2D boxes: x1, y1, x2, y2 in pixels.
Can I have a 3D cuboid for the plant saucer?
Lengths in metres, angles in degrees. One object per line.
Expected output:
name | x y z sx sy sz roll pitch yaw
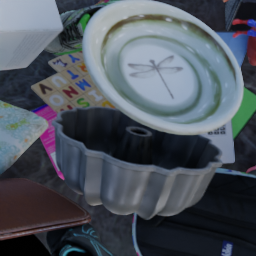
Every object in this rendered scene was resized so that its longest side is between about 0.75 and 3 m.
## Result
plant saucer | 0.479 -0.841 4.033 2.343 0.588 2.343 9 58 -14

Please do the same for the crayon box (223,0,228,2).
crayon box | 2.284 -3.908 5.932 1.288 2.030 0.515 -27 48 20

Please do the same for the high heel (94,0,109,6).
high heel | -1.004 -3.990 9.126 0.823 0.395 0.277 -20 72 -7

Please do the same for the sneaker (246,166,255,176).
sneaker | 3.855 0.827 7.433 1.884 0.694 0.817 -18 59 -10

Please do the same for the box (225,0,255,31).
box | 4.225 -3.935 8.497 2.232 1.376 2.214 8 64 2

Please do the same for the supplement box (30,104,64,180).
supplement box | -1.684 0.329 7.340 0.982 0.961 1.900 -27 73 -9

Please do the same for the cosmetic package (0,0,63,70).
cosmetic package | -2.822 -1.969 5.214 2.268 2.260 1.394 -17 92 -38

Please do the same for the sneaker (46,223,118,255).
sneaker | -0.584 1.382 3.205 1.570 0.622 0.592 6 58 50

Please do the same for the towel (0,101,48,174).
towel | -3.171 0.015 6.039 2.213 0.533 1.894 20 38 5

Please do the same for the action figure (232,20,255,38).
action figure | 2.149 -1.537 4.547 0.555 0.366 1.121 -34 36 -27

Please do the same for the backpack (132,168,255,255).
backpack | 1.554 2.092 6.093 2.854 2.148 2.533 12 73 6

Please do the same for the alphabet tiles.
alphabet tiles | -1.071 -1.274 7.759 2.364 0.107 2.829 42 52 13

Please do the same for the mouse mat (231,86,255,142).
mouse mat | 2.575 -0.543 8.119 1.836 0.086 2.282 39 77 12

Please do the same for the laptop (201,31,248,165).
laptop | 1.464 -0.565 6.896 2.802 1.734 2.992 -2 83 -3

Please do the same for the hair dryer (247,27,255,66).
hair dryer | 3.072 -1.392 5.837 0.639 2.350 1.790 -22 112 7

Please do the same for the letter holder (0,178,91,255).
letter holder | -2.014 1.725 4.175 2.046 2.879 1.448 1 92 -38

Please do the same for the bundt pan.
bundt pan | 0.065 0.521 4.755 2.786 2.786 1.046 15 108 5

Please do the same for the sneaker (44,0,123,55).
sneaker | -1.056 -2.272 6.263 2.410 1.027 0.940 -13 107 25
